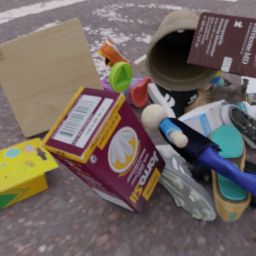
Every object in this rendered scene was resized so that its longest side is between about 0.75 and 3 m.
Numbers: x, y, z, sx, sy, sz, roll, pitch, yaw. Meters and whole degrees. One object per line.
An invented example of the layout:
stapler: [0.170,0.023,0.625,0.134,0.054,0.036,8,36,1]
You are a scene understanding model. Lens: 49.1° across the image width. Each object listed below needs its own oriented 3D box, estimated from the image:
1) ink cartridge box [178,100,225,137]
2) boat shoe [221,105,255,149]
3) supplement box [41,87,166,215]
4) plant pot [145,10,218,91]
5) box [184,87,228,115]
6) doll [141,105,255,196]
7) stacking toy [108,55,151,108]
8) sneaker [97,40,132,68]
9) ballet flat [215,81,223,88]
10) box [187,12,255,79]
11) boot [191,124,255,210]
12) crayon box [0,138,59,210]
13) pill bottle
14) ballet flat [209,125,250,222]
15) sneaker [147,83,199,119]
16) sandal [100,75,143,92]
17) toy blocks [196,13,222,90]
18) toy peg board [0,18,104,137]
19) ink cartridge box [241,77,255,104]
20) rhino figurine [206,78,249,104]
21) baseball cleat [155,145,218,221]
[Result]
ink cartridge box: [2.060,-0.191,7.921,1.026,0.605,1.783,-16,8,44]
boat shoe: [3.431,-0.050,7.936,0.581,2.054,0.705,-10,53,53]
supplement box: [-0.327,0.568,5.834,1.112,2.595,1.432,13,62,36]
plant pot: [1.719,-2.698,8.997,2.307,2.307,2.002,2,51,3]
box: [3.191,-0.621,9.989,2.035,0.265,2.490,-25,43,-31]
doll: [1.392,0.428,5.458,2.840,0.688,1.938,34,3,25]
stacking toy: [-0.225,-1.472,9.720,0.955,2.047,2.262,26,41,34]
sneaker: [-0.497,-2.579,10.605,0.782,2.026,0.739,-44,59,10]
ballet flat: [3.347,-1.327,10.375,0.491,0.470,1.395,52,36,-6]
box: [2.446,-1.942,6.679,1.480,1.228,1.216,23,19,31]
boot: [2.899,0.937,7.373,1.809,0.817,2.207,21,49,30]
crayon box: [-3.115,1.237,7.144,2.388,0.606,1.516,-22,41,-26]
pill bottle: [3.269,-0.392,8.739,1.471,0.815,0.815,-4,36,-3]
ballet flat: [2.196,0.944,6.375,0.892,0.820,2.600,5,36,15]
sneaker: [1.743,-0.735,9.245,1.579,1.031,2.822,-13,44,-7]
sandal: [-0.663,-1.763,11.169,2.913,0.716,1.185,-10,37,-13]
toy blocks: [2.831,-2.486,10.547,1.436,2.874,1.965,-6,55,-23]
toy peg board: [-2.390,-1.587,9.033,2.844,2.832,1.391,-19,16,0]
ink cartridge box: [5.467,-1.656,9.945,2.654,0.668,1.446,-3,53,25]
rhino figurine: [3.003,-1.122,8.704,0.505,0.739,1.690,20,-2,-28]
baseball cleat: [1.343,1.131,7.034,1.409,0.923,2.648,-27,45,-31]
